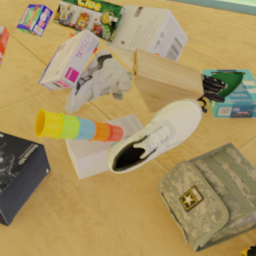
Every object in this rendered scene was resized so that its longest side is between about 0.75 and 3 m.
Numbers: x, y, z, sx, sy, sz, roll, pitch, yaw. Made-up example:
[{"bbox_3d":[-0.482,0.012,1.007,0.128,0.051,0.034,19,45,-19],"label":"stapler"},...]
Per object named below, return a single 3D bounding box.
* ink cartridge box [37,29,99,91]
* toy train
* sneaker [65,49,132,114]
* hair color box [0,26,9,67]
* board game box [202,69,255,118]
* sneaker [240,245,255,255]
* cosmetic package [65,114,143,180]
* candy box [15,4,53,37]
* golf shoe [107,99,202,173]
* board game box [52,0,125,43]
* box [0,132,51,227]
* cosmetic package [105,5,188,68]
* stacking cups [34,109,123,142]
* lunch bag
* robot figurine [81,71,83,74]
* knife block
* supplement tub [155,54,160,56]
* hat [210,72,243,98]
[{"bbox_3d":[-2.062,-2.086,9.143,2.851,0.598,1.701,9,71,57],"label":"ink cartridge box"},{"bbox_3d":[-1.889,-3.570,11.530,0.651,1.759,2.342,-15,6,-20],"label":"toy train"},{"bbox_3d":[-0.850,-1.289,9.198,1.549,1.012,2.694,33,61,-6],"label":"sneaker"},{"bbox_3d":[-3.738,-2.217,7.629,0.660,0.380,1.190,0,65,1],"label":"hair color box"},{"bbox_3d":[4.683,-1.599,12.527,2.206,0.686,2.922,0,41,0],"label":"board game box"},{"bbox_3d":[3.446,3.144,6.996,1.105,0.859,2.455,23,48,20],"label":"sneaker"},{"bbox_3d":[-0.710,0.589,9.714,2.617,1.110,1.408,-16,45,-17],"label":"cosmetic package"},{"bbox_3d":[-3.253,-3.729,9.672,1.171,0.451,0.990,23,86,40],"label":"candy box"},{"bbox_3d":[0.692,0.315,6.885,2.765,1.082,1.344,-37,6,9],"label":"golf shoe"},{"bbox_3d":[-1.512,-4.175,10.409,2.562,0.301,1.342,23,90,18],"label":"board game box"},{"bbox_3d":[-4.060,1.391,8.634,2.314,1.359,2.276,15,44,14],"label":"box"},{"bbox_3d":[0.690,-3.246,10.519,2.158,1.780,1.779,26,87,38],"label":"cosmetic package"},{"bbox_3d":[-1.296,0.091,7.901,2.529,0.765,0.765,12,30,-38],"label":"stacking cups"},{"bbox_3d":[2.375,1.932,7.891,2.676,1.573,2.194,-20,47,-12],"label":"lunch bag"},{"bbox_3d":[-2.645,-2.587,13.528,0.853,1.027,1.366,-13,39,15],"label":"robot figurine"},{"bbox_3d":[1.634,-1.308,8.233,2.506,2.855,0.913,-10,62,15],"label":"knife block"},{"bbox_3d":[0.979,-1.832,9.193,0.678,1.106,0.678,-18,41,16],"label":"supplement tub"},{"bbox_3d":[2.965,-1.828,9.796,1.598,1.407,1.324,-48,17,-3],"label":"hat"}]
